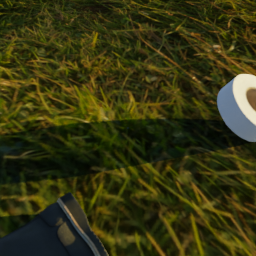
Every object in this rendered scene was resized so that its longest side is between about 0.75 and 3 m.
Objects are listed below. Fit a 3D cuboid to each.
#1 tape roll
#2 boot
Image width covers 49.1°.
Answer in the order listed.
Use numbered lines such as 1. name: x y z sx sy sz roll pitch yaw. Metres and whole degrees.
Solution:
1. tape roll: 3.483 -0.587 7.950 1.897 0.663 1.897 12 58 -21
2. boot: -1.309 2.693 5.143 1.914 1.072 2.767 -28 38 -19
